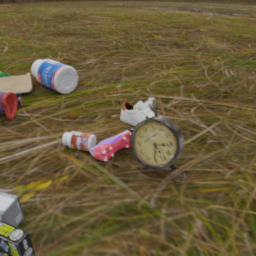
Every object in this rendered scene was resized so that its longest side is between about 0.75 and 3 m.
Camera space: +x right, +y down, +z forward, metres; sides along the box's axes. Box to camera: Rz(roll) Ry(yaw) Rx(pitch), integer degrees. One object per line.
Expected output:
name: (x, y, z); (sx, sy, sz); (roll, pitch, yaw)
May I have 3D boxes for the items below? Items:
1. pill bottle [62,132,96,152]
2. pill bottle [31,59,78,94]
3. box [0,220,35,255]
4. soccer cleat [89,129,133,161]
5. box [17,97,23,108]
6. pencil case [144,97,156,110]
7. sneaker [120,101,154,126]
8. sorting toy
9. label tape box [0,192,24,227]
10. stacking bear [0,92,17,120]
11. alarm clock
pill bottle: (-1.673, 0.450, 9.533); (1.051, 0.590, 0.590); (8, 32, 15)
pill bottle: (-3.738, -2.635, 13.918); (2.419, 1.358, 1.358); (24, 39, 37)
box: (-2.352, 2.419, 5.489); (1.121, 1.399, 0.310); (12, 33, 20)
soccer cleat: (-0.397, 0.481, 9.481); (0.747, 0.651, 1.953); (23, 40, 39)
box: (-5.141, -1.079, 12.290); (0.912, 0.342, 0.457); (-7, 30, -12)
pencil case: (0.798, -0.894, 11.860); (0.421, 0.484, 1.082); (13, 34, 23)
sneaker: (0.659, -0.447, 10.694); (2.230, 0.944, 0.812); (18, 34, 25)
sorting toy: (-6.000, -2.265, 14.187); (2.116, 0.421, 2.862); (-14, 37, -14)
label tape box: (-3.836, 2.406, 6.089); (1.809, 0.794, 2.508); (9, 32, 15)
stacking bear: (-5.565, -1.001, 11.358); (1.783, 1.083, 1.014); (2, 40, 3)
alarm clock: (0.970, 0.620, 8.184); (1.514, 2.244, 0.747); (-34, -8, 28)
